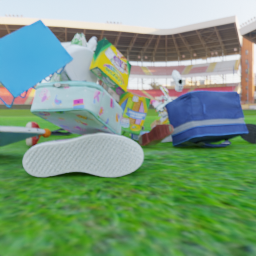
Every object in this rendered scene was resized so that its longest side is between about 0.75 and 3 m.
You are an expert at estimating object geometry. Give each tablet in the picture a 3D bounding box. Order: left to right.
[{"bbox_3d":[-3.395,0.290,6.936,2.329,0.159,1.515,-14,-11,30],"label":"tablet"}]

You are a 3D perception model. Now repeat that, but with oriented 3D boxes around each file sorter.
[{"bbox_3d":[-2.128,-1.280,5.762,1.503,1.043,0.922,-45,9,-32],"label":"file sorter"}]

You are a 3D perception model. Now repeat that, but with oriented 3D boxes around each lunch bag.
[{"bbox_3d":[-0.977,-0.346,5.572,1.430,0.687,1.783,4,-16,21],"label":"lunch bag"},{"bbox_3d":[2.660,-0.165,9.353,2.568,1.699,1.745,-2,-12,-23],"label":"lunch bag"}]

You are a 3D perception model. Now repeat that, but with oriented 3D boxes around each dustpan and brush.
[{"bbox_3d":[-1.325,-2.099,8.674,0.680,2.377,1.659,6,-38,31],"label":"dustpan and brush"}]

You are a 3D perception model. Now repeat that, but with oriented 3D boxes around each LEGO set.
[{"bbox_3d":[1.364,-0.848,11.274,1.226,0.992,2.664,-29,-15,-8],"label":"LEGO set"}]

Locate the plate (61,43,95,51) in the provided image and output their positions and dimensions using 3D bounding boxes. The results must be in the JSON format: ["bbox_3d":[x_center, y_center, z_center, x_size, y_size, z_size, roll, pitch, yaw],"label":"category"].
[{"bbox_3d":[-3.167,-2.999,11.210,2.899,0.469,2.893,9,27,37],"label":"plate"}]

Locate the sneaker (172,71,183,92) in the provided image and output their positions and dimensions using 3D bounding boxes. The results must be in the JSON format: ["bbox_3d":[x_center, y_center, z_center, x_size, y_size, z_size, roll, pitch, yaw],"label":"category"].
[{"bbox_3d":[1.787,-1.707,9.850,0.329,0.878,0.437,-4,-29,-12],"label":"sneaker"}]

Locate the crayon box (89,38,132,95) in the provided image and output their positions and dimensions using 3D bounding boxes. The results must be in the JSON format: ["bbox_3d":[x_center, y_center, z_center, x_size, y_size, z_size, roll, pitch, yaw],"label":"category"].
[{"bbox_3d":[-0.502,-1.877,8.686,0.395,1.169,1.355,-17,-39,36],"label":"crayon box"}]

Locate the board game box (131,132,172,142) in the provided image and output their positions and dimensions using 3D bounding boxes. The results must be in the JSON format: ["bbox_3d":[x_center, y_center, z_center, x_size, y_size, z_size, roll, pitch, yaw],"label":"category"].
[{"bbox_3d":[1.116,0.348,11.423,1.540,0.334,1.533,-2,5,-23],"label":"board game box"}]

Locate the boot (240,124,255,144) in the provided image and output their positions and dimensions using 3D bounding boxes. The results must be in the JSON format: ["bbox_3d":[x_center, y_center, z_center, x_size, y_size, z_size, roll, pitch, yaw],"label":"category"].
[{"bbox_3d":[5.323,0.308,10.471,2.069,0.722,1.362,17,11,39],"label":"boot"}]

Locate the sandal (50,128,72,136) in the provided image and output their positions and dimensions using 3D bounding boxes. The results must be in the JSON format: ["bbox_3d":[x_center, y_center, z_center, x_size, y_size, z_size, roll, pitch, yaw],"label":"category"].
[{"bbox_3d":[-3.496,0.192,13.807,1.550,0.332,0.589,1,4,12],"label":"sandal"}]

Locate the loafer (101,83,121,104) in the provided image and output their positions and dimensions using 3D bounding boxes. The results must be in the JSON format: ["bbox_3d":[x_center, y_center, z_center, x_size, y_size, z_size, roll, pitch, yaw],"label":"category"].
[{"bbox_3d":[-0.756,-1.119,12.370,1.049,2.919,0.918,7,23,-41],"label":"loafer"}]

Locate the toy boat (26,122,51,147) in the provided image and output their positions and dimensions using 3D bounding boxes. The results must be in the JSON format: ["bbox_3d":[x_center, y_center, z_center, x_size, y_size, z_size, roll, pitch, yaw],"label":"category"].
[{"bbox_3d":[-3.009,0.194,9.402,0.789,0.788,1.207,-1,4,-19],"label":"toy boat"}]

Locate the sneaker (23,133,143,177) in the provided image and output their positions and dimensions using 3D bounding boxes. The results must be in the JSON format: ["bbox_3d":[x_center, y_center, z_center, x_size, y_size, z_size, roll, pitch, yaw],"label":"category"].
[{"bbox_3d":[-0.843,0.508,5.788,2.254,0.817,1.285,1,0,-1],"label":"sneaker"}]

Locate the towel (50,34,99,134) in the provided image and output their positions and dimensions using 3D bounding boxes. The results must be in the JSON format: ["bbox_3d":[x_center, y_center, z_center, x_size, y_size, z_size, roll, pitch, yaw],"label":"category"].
[{"bbox_3d":[-1.605,-1.441,8.838,0.306,2.617,1.996,1,-40,18],"label":"towel"}]

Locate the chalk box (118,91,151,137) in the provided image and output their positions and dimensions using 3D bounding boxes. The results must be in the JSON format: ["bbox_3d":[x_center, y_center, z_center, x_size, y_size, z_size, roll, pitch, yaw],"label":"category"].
[{"bbox_3d":[0.059,-0.329,10.139,1.090,1.759,1.098,17,1,2],"label":"chalk box"}]

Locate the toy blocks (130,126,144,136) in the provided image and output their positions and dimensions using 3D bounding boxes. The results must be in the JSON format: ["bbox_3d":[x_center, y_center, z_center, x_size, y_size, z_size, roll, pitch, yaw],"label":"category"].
[{"bbox_3d":[0.349,-0.178,12.962,0.859,0.802,0.723,-30,6,42],"label":"toy blocks"}]

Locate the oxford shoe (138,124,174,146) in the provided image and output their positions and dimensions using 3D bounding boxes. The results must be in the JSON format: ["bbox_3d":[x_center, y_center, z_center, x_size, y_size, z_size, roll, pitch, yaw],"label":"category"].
[{"bbox_3d":[0.966,0.241,8.984,0.514,0.484,1.373,15,-29,-42],"label":"oxford shoe"}]
